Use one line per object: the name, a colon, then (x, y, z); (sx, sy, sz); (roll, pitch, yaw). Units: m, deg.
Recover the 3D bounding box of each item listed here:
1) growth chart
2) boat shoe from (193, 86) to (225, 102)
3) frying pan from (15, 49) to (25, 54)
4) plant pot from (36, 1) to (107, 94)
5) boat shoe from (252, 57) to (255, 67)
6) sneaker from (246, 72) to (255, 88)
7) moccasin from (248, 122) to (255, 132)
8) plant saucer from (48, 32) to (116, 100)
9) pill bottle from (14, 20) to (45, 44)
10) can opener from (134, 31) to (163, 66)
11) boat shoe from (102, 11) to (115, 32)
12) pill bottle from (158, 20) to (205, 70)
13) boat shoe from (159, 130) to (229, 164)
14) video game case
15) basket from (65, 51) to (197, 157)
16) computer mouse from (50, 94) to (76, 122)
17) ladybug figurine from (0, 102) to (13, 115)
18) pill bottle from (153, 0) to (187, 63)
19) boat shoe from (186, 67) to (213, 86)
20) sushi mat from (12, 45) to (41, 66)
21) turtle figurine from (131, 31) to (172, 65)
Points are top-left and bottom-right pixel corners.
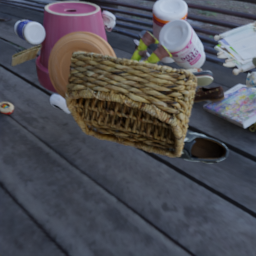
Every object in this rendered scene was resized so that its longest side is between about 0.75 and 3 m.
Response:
growth chart: (3.951, -2.785, 9.525); (1.949, 0.239, 2.693); (-15, 42, 10)
boat shoe: (3.412, -1.554, 12.542); (1.828, 0.643, 0.643); (-1, 36, 42)
frying pan: (-4.112, -3.009, 11.106); (0.725, 0.118, 0.439); (-22, 51, -40)
plant pot: (-1.897, -2.957, 10.036); (2.877, 2.575, 2.877); (3, 36, -2)
boat shoe: (4.138, -1.798, 8.115); (0.362, 0.412, 1.158); (-16, 40, -19)
sneaker: (4.908, -1.828, 10.632); (0.576, 0.608, 1.505); (-1, 7, -4)
moccasin: (5.065, -0.362, 11.144); (0.996, 0.944, 2.581); (-14, 39, -17)
plant saucer: (-1.289, -1.598, 7.742); (2.034, 2.034, 0.328); (9, 17, 12)
pill bottle: (-3.267, -3.168, 9.195); (0.676, 0.676, 1.168); (-26, 37, -30)
can opener: (1.176, -2.529, 10.565); (0.869, 2.600, 0.694); (-44, 36, 11)
boat shoe: (-0.742, -3.982, 10.575); (0.476, 0.423, 1.293); (22, 2, 7)
pill bottle: (1.956, -2.792, 9.781); (1.122, 1.122, 1.979); (28, 5, 33)
boat shoe: (1.484, 0.418, 7.686); (2.497, 0.897, 0.844); (14, -1, -4)
video game case: (4.573, -0.973, 11.298); (1.996, 0.251, 2.787); (-31, 23, -5)
basket: (-0.030, -0.429, 6.241); (2.741, 2.042, 1.956); (15, 8, 17)
computer mouse: (-1.967, -0.692, 9.093); (0.271, 1.233, 0.676); (-5, 65, 45)
ladybug figurine: (-5.370, -0.836, 12.311); (0.885, 0.318, 0.601); (31, 46, 34)
pill bottle: (1.703, -4.016, 11.781); (1.344, 2.453, 1.344); (-2, 58, 4)
boat shoe: (1.626, -1.306, 7.096); (0.517, 0.455, 1.453); (19, -6, -20)
sushi mat: (-3.373, -2.347, 9.204); (0.945, 0.119, 1.974); (-28, 14, -19)
turtle figurine: (0.079, -1.807, 8.421); (0.880, 2.203, 2.732); (28, 22, -45)
